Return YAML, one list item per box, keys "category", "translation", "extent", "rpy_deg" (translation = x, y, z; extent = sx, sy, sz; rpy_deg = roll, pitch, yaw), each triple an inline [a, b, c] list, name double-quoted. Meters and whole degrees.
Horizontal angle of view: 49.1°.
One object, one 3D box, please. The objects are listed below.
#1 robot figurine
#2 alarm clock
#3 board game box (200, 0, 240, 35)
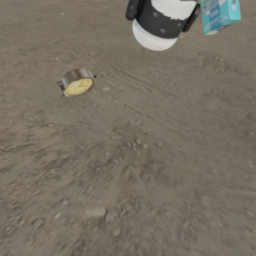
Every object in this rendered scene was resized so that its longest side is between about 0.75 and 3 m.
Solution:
- category: "robot figurine"
  translation: [1.186, -3.915, 9.258]
  extent: [2.049, 2.727, 1.702]
  rpy_deg: [33, 45, 6]
- category: "alarm clock"
  translation: [-1.372, -1.385, 8.255]
  extent: [1.459, 0.984, 0.486]
  rpy_deg: [-19, 73, -14]
- category: "board game box"
  translation: [2.746, -3.922, 8.572]
  extent: [0.408, 1.739, 1.313]
  rpy_deg: [-7, 1, -18]
